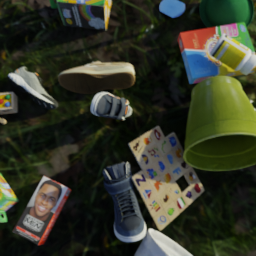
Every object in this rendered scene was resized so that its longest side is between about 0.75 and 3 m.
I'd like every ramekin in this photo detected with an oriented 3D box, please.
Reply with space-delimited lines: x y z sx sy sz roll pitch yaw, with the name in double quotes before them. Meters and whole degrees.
"ramekin" 1.298 4.348 7.686 2.922 2.922 1.534 35 85 11

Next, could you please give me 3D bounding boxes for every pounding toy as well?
"pounding toy" -4.747 -0.721 10.551 0.969 0.505 1.103 -7 72 -3

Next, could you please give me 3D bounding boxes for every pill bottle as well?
"pill bottle" 3.869 -2.656 10.240 1.565 0.894 0.894 35 75 6

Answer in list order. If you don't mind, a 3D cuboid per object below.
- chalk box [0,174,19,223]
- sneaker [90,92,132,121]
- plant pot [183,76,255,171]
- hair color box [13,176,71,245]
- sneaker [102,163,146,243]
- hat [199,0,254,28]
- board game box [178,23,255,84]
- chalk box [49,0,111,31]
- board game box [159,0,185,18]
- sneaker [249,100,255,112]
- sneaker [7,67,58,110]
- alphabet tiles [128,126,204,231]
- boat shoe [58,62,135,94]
"chalk box" -4.459 2.351 9.252 1.050 1.057 1.694 -39 77 -11
"sneaker" -0.493 -0.722 9.682 0.847 2.134 0.837 19 99 18
"plant pot" 3.139 -0.253 9.470 2.688 2.688 2.588 2 59 1
"hair color box" -2.830 2.737 9.352 0.997 0.601 1.964 23 73 8
"sneaker" -0.170 2.056 8.307 0.936 2.463 1.780 -14 105 -6
"hat" 4.081 -5.053 10.790 2.695 2.372 2.232 -21 86 -4
"board game box" 3.569 -2.995 11.225 2.713 0.547 2.076 -11 75 -3
"chalk box" -2.008 -5.180 11.504 2.413 1.506 1.496 8 72 2
"board game box" 1.902 -5.173 12.197 1.096 0.213 0.866 33 79 16
"sneaker" 4.554 -0.508 10.503 0.544 0.469 1.240 -4 72 -2
"sneaker" -3.521 -1.555 10.669 2.313 0.855 0.917 38 71 12
"alphabet tiles" 1.158 1.446 9.138 2.337 0.106 2.796 -29 92 -33
"boat shoe" -1.202 -2.026 10.790 2.887 1.042 0.938 -4 48 1
